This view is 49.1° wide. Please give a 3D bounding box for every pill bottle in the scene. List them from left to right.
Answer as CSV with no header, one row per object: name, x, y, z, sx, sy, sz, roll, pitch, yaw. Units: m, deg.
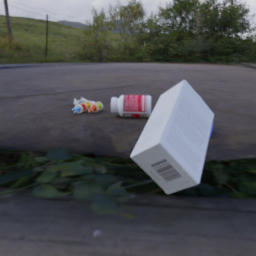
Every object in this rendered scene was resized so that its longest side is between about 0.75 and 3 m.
pill bottle,0.140,-0.981,12.754,1.782,1.001,1.001,2,17,4

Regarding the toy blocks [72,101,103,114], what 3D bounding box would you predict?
toy blocks,-1.985,-0.942,13.527,1.087,0.474,1.304,7,19,24

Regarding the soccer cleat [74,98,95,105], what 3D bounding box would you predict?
soccer cleat,-2.318,-1.382,14.917,1.144,0.487,0.393,-4,18,-12

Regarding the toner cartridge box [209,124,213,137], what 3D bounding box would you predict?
toner cartridge box,2.851,0.078,10.589,0.570,0.259,1.199,6,18,21

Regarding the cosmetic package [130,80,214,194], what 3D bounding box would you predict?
cosmetic package,1.166,0.124,6.720,0.921,1.311,2.586,-31,19,40
